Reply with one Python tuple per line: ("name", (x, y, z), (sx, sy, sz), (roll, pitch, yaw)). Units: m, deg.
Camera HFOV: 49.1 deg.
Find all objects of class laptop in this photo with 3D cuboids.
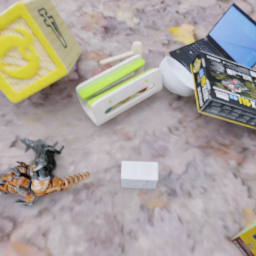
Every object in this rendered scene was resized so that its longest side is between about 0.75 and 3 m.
("laptop", (3.259, -2.845, 10.004), (2.666, 1.377, 2.363), (-25, 62, -14))

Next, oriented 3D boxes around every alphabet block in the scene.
("alphabet block", (-3.003, -2.460, 8.524), (2.180, 2.192, 2.232), (-26, 27, 18))

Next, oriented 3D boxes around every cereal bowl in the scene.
("cereal bowl", (1.618, -1.633, 9.465), (1.563, 0.651, 1.563), (30, 33, -22))

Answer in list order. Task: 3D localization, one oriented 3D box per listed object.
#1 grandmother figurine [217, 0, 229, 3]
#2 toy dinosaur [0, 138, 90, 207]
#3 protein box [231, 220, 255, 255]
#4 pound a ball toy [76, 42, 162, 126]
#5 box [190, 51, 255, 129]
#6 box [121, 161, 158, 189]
("grandmother figurine", (4.544, -6.444, 12.598), (1.164, 0.581, 1.920), (24, 64, 0))
("toy dinosaur", (-2.469, 1.304, 7.908), (2.607, 1.331, 1.769), (6, 73, -18))
("protein box", (4.234, 2.275, 6.279), (2.600, 2.581, 1.754), (-30, 63, -17))
("pound a ball toy", (-0.254, -1.478, 9.371), (2.950, 1.253, 1.923), (-31, 50, -16))
("box", (3.334, -1.074, 8.507), (2.739, 0.676, 2.187), (14, 50, -14))
("box", (0.317, 1.337, 7.904), (0.995, 0.758, 0.529), (2, 60, 1))
